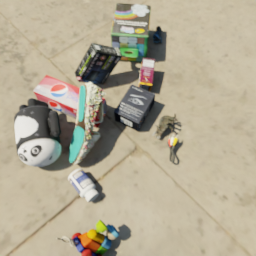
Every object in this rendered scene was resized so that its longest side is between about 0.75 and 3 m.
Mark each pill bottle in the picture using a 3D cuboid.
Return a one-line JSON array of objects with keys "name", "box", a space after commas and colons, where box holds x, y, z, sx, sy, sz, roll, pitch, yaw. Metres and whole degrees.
[{"name": "pill bottle", "box": [-1.451, 1.907, 9.228, 0.590, 0.590, 1.063, -36, 67, -18]}]

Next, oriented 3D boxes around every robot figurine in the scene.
[{"name": "robot figurine", "box": [-3.135, 0.169, 9.633, 1.466, 1.765, 2.349, -7, 66, -20]}]

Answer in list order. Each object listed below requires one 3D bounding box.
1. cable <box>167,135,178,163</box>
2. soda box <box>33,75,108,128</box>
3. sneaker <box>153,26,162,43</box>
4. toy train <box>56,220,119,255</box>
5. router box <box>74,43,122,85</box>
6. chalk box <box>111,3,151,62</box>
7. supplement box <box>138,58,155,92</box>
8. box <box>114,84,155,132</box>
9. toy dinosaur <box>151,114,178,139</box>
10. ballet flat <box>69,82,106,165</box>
[{"name": "cable", "box": [1.504, 0.739, 9.907, 0.256, 0.495, 1.019, 34, 59, -32]}, {"name": "soda box", "box": [-2.179, -1.021, 10.717, 2.698, 0.856, 0.945, 22, 63, 13]}, {"name": "sneaker", "box": [1.324, -4.302, 12.846, 0.402, 0.359, 0.981, -1, 61, -1]}, {"name": "toy train", "box": [-1.026, 2.981, 7.746, 1.067, 1.845, 0.781, -43, 46, -7]}, {"name": "router box", "box": [-1.164, -2.424, 10.822, 1.229, 1.640, 0.509, -3, 57, -41]}, {"name": "chalk box", "box": [0.103, -3.825, 11.921, 1.545, 1.534, 2.475, 6, 62, 3]}, {"name": "supplement box", "box": [0.736, -2.122, 11.324, 0.519, 0.668, 1.211, 9, 70, -1]}, {"name": "box", "box": [0.258, -0.764, 10.588, 1.055, 0.744, 1.426, 27, 67, 13]}, {"name": "toy dinosaur", "box": [1.408, -0.232, 10.389, 0.713, 0.537, 1.394, 12, 50, 23]}, {"name": "ballet flat", "box": [-1.320, -0.090, 9.505, 0.909, 2.845, 1.076, 6, 11, -31]}]
